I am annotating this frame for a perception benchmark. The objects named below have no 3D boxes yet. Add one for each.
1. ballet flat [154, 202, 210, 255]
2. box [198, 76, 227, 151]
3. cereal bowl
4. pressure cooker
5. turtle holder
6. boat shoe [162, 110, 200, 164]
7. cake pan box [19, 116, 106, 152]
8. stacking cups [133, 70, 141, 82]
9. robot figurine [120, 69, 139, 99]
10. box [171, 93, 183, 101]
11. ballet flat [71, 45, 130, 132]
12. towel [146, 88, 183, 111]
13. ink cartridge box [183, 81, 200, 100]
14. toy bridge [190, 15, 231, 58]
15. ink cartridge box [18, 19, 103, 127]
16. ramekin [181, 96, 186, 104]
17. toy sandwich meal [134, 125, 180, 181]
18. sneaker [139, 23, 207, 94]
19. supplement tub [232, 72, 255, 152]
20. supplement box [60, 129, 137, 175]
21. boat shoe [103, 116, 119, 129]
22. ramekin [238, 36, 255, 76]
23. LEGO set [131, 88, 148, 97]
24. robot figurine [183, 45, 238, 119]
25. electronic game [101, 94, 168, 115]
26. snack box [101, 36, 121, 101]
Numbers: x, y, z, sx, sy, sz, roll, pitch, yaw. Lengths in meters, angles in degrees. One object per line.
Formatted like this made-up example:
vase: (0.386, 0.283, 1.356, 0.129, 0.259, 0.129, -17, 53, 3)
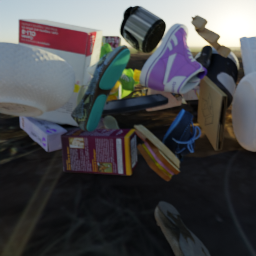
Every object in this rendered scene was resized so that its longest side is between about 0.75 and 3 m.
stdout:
ballet flat: (0.735, 1.631, 4.073, 0.493, 0.339, 1.465, 19, 15, -25)
box: (2.345, -0.495, 7.984, 0.203, 1.559, 1.907, -3, 26, 0)
cereal bowl: (-2.147, -0.775, 5.563, 2.167, 0.902, 2.167, 2, -12, 0)
pressure cooker: (0.503, -4.211, 11.836, 1.795, 1.578, 1.603, 38, 34, 15)
turtle holder: (-0.857, -2.105, 10.572, 2.382, 1.810, 1.692, -8, -30, 25)
boat shoe: (1.176, 0.224, 6.024, 0.668, 0.819, 1.946, 33, -16, 13)
cake pan box: (-1.971, -0.075, 8.678, 2.066, 0.587, 2.244, -15, 28, -35)
stacking cups: (1.134, -2.106, 11.901, 1.779, 0.538, 0.538, 6, 17, -6)
robot figurine: (-0.547, -2.166, 13.946, 2.125, 1.401, 2.423, -13, 12, 29)
box: (1.405, -1.439, 9.262, 0.228, 0.919, 0.912, -30, -33, 17)
ballet flat: (-0.689, -0.914, 5.995, 0.761, 2.051, 0.761, 26, 15, -8)
towel: (1.532, -1.644, 11.303, 1.750, 1.832, 0.295, -12, 32, -28)
ink cartridge box: (2.283, -1.268, 9.312, 0.851, 0.618, 0.372, 0, 18, 27)
toy bridge: (1.910, -2.225, 6.704, 1.789, 0.243, 0.601, 16, 23, -51)
ink cartridge box: (-1.982, -1.666, 8.240, 1.889, 2.612, 1.898, 11, 22, 1)
ramekin: (3.726, -2.059, 13.600, 2.922, 1.425, 2.922, 0, 17, 0)
toy sandwich meal: (0.472, 0.467, 5.234, 0.439, 1.281, 1.281, -46, 26, -1)
sneaker: (1.662, -2.034, 8.454, 1.641, 1.043, 2.878, 18, 58, 19)
supplement tub: (4.517, -0.415, 7.382, 2.989, 2.098, 2.098, 0, 18, 1)
supplement box: (-0.641, 0.511, 6.326, 1.589, 0.877, 0.681, 1, 14, 15)
boat shoe: (-0.421, 0.050, 8.142, 0.386, 0.322, 1.034, -27, 55, -15)
ramekin: (4.533, -1.846, 9.289, 1.234, 2.650, 2.650, -10, 13, 24)
LEGO set: (0.889, -1.657, 13.331, 1.409, 0.816, 1.083, -11, 21, -31)
robot figurine: (3.091, -1.710, 10.550, 1.837, 2.212, 2.944, 25, 59, -3)
electronic game: (0.014, -0.664, 8.561, 2.443, 0.508, 2.443, -9, 8, 1)
snack box: (-1.566, -2.432, 12.144, 2.503, 2.968, 1.005, 1, 14, 5)
